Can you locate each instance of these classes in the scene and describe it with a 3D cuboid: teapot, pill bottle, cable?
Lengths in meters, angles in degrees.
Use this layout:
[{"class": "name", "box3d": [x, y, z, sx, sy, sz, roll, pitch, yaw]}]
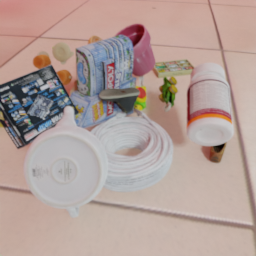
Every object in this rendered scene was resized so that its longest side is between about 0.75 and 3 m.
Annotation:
[{"class": "teapot", "box3d": [-1.475, 0.922, 7.080, 2.113, 2.140, 1.563, 41, 3, -7]}, {"class": "pill bottle", "box3d": [2.347, -0.726, 8.198, 1.254, 1.254, 2.289, 4, 56, 6]}, {"class": "cable", "box3d": [-0.047, 0.714, 8.780, 2.848, 0.986, 2.847, -26, 43, -26]}]

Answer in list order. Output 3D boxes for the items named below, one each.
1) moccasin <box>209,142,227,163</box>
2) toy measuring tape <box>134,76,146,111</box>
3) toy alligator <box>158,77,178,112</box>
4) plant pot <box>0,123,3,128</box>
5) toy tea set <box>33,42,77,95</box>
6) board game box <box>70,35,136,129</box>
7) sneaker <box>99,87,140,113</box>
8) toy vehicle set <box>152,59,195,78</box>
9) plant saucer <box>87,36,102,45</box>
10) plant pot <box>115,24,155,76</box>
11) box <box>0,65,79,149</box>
[{"class": "moccasin", "box3d": [3.025, 0.494, 9.425, 0.558, 0.589, 1.527, 18, 42, 21]}, {"class": "toy measuring tape", "box3d": [0.306, -1.659, 11.566, 0.854, 0.854, 2.321, -1, 59, -1]}, {"class": "toy alligator", "box3d": [1.124, -0.865, 7.619, 0.379, 0.522, 1.576, 35, 38, -23]}, {"class": "plant pot", "box3d": [-4.684, -0.330, 10.410, 0.565, 0.796, 0.796, -17, 39, 5]}, {"class": "toy tea set", "box3d": [-2.111, -2.157, 10.143, 2.571, 1.529, 0.952, 34, 11, 1]}, {"class": "board game box", "box3d": [-0.900, -1.319, 9.423, 0.899, 2.916, 2.915, 26, 40, 28]}, {"class": "sneaker", "box3d": [-0.299, -0.824, 9.122, 1.519, 0.807, 0.568, -9, 37, -36]}, {"class": "toy vehicle set", "box3d": [2.268, -2.995, 14.071, 1.973, 0.262, 1.226, -9, 39, -11]}, {"class": "plant saucer", "box3d": [-0.961, -2.706, 12.064, 0.486, 2.595, 2.595, -27, 33, 20]}, {"class": "plant pot", "box3d": [0.292, -3.095, 11.637, 1.794, 1.606, 1.794, -18, 49, 22]}, {"class": "box", "box3d": [-2.567, -0.651, 7.784, 0.482, 1.665, 2.095, -17, 16, 43]}]
